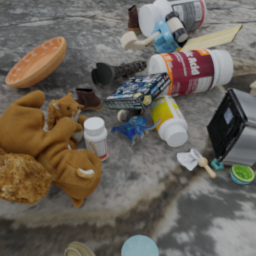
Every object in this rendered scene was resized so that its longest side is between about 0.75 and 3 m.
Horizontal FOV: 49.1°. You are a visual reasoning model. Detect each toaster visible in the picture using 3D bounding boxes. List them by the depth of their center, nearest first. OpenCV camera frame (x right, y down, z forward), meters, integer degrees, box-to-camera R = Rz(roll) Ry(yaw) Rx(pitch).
[{"bbox_3d":[2.785,0.046,7.055,0.974,1.485,1.642,11,38,-8],"label":"toaster"}]

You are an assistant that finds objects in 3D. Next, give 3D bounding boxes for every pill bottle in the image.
[{"bbox_3d":[-0.854,0.320,7.511,0.620,1.131,0.620,-2,39,1],"label":"pill bottle"},{"bbox_3d":[1.222,-0.198,8.379,0.866,0.866,1.585,-8,43,-8],"label":"pill bottle"},{"bbox_3d":[2.157,-1.944,9.762,2.611,1.491,1.491,-11,44,-12],"label":"pill bottle"},{"bbox_3d":[2.058,-5.236,13.145,2.887,1.672,1.672,-19,46,-22],"label":"pill bottle"}]

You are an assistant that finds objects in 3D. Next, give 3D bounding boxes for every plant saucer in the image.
[{"bbox_3d":[0.246,2.647,5.847,0.774,0.149,0.774,-1,43,0],"label":"plant saucer"},{"bbox_3d":[-3.295,-2.339,10.281,2.626,0.492,2.626,-22,38,19],"label":"plant saucer"}]

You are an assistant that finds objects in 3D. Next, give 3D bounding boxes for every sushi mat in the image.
[{"bbox_3d":[2.953,-3.210,10.335,2.295,0.139,1.098,0,45,48],"label":"sushi mat"}]

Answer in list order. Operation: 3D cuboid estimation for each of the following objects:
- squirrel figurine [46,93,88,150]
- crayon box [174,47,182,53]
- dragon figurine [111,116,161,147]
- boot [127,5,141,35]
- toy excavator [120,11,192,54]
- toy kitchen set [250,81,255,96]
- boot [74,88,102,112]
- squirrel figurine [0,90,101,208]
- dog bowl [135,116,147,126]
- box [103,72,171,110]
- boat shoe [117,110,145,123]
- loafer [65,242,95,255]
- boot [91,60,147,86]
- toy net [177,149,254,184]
[{"bbox_3d":[-1.844,-0.286,8.005,1.522,1.420,1.077,19,45,29],"label":"squirrel figurine"},{"bbox_3d":[2.138,-3.018,11.728,0.471,0.231,0.793,27,59,18],"label":"crayon box"},{"bbox_3d":[0.136,-0.015,7.942,0.818,1.645,0.484,53,48,0],"label":"dragon figurine"},{"bbox_3d":[0.442,-5.280,13.511,0.564,1.296,1.558,16,46,22],"label":"boot"},{"bbox_3d":[1.212,-3.709,11.775,2.473,2.405,1.235,-30,69,21],"label":"toy excavator"},{"bbox_3d":[5.091,-1.393,9.423,1.315,1.189,1.458,-33,52,-30],"label":"toy kitchen set"},{"bbox_3d":[-1.485,-0.961,8.965,1.276,1.062,0.462,7,62,20],"label":"boot"},{"bbox_3d":[-2.039,0.881,6.452,2.626,1.991,2.814,37,35,9],"label":"squirrel figurine"},{"bbox_3d":[0.234,-0.292,8.950,0.518,0.230,0.929,-17,46,-17],"label":"dog bowl"},{"bbox_3d":[0.258,-1.117,8.627,1.753,0.403,1.393,3,42,50],"label":"box"},{"bbox_3d":[0.311,-0.592,8.681,1.423,0.512,0.461,-34,33,-24],"label":"boat shoe"},{"bbox_3d":[-0.753,2.744,5.097,0.500,0.564,1.483,-3,37,-50],"label":"loafer"},{"bbox_3d":[-0.201,-2.089,9.927,1.953,0.777,2.244,-18,12,-18],"label":"boot"},{"bbox_3d":[2.291,0.860,7.412,1.944,0.375,1.020,18,47,5],"label":"toy net"}]
